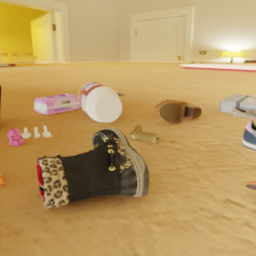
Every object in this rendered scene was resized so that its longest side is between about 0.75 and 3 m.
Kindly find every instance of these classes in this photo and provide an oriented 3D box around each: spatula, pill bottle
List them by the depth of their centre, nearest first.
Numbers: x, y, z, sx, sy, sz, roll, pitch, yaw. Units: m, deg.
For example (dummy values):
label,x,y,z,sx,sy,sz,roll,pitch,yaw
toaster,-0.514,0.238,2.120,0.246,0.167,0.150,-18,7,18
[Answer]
label,x,y,z,sx,sy,sz,roll,pitch,yaw
spatula,-3.498,0.143,10.577,1.029,0.119,1.480,-7,19,-19
pill bottle,-1.239,-1.133,12.326,1.521,1.521,2.711,-6,18,-20

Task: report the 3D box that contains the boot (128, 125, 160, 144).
label,x,y,z,sx,sy,sz,roll,pitch,yaw
boot,0.658,0.238,9.934,1.041,0.344,0.911,8,32,27

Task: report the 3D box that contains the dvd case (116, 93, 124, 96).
label,x,y,z,sx,sy,sz,roll,pitch,yaw
dvd case,-0.912,-2.133,17.997,1.033,0.083,0.768,13,22,37

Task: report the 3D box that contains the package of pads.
label,x,y,z,sx,sy,sz,roll,pitch,yaw
package of pads,-3.499,-1.191,13.814,1.179,0.740,1.957,15,23,40

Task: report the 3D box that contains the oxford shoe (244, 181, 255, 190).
label,x,y,z,sx,sy,sz,roll,pitch,yaw
oxford shoe,3.020,1.358,5.889,1.092,0.396,0.389,6,-4,32

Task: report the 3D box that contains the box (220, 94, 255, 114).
label,x,y,z,sx,sy,sz,roll,pitch,yaw
box,6.330,-1.082,13.720,2.987,0.615,2.328,13,21,33

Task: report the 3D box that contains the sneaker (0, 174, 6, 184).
label,x,y,z,sx,sy,sz,roll,pitch,yaw
sneaker,-3.300,1.242,6.823,0.916,0.334,0.353,7,40,35

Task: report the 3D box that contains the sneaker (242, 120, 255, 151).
label,x,y,z,sx,sy,sz,roll,pitch,yaw
sneaker,4.622,0.347,8.567,2.185,0.896,0.766,14,22,38

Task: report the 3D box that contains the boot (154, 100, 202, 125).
label,x,y,z,sx,sy,sz,roll,pitch,yaw
boot,1.778,-0.809,12.435,2.463,0.907,1.905,2,14,-37

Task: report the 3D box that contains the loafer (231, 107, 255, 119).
label,x,y,z,sx,sy,sz,roll,pitch,yaw
loafer,5.327,-0.674,12.761,1.205,0.379,0.433,13,21,36

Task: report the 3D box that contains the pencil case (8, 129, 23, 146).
label,x,y,z,sx,sy,sz,roll,pitch,yaw
pencil case,-3.879,0.313,9.579,0.442,0.428,0.944,-35,27,-15

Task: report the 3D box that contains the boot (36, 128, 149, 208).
label,x,y,z,sx,sy,sz,roll,pitch,yaw
boot,-1.046,0.847,6.764,2.238,1.088,2.973,-6,24,-22
